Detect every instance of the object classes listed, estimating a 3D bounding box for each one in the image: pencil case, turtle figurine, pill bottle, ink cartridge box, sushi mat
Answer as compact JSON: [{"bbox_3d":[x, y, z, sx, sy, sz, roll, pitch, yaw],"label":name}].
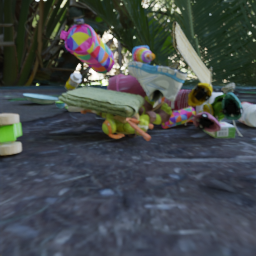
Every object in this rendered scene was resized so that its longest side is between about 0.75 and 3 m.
[{"bbox_3d":[1.659,-0.343,9.379,1.199,0.530,0.530,-15,14,-11],"label":"pencil case"},{"bbox_3d":[0.158,-0.186,7.930,2.281,0.911,2.828,-20,26,-36],"label":"turtle figurine"},{"bbox_3d":[-1.132,-2.367,8.612,0.997,0.997,2.256,3,-6,15],"label":"pencil case"},{"bbox_3d":[2.325,-0.806,10.418,2.232,1.223,1.223,5,12,28],"label":"pill bottle"},{"bbox_3d":[-2.207,-1.858,11.330,0.439,0.439,0.803,-11,-25,-44],"label":"pill bottle"},{"bbox_3d":[2.699,0.029,8.423,0.585,0.334,1.126,-1,11,-4],"label":"ink cartridge box"},{"bbox_3d":[4.317,-0.456,9.842,0.757,0.757,1.382,0,11,2],"label":"pill bottle"},{"bbox_3d":[2.146,-2.183,9.145,0.159,1.255,2.623,-19,-40,32],"label":"sushi mat"}]

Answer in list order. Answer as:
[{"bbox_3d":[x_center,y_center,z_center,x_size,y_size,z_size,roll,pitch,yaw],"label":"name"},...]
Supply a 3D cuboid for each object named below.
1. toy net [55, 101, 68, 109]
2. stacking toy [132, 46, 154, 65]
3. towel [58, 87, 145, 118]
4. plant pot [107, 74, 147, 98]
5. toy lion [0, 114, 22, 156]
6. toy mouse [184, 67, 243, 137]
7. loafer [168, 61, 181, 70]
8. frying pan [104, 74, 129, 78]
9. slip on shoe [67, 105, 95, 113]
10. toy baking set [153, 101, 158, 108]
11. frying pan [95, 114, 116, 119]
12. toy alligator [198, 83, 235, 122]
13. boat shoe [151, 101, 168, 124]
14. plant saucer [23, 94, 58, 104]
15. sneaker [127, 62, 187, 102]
[{"bbox_3d":[-3.168,-1.320,15.509,0.974,0.359,1.857,4,11,22],"label":"toy net"},{"bbox_3d":[0.579,-2.283,8.986,0.598,0.632,1.089,-14,19,-15],"label":"stacking toy"},{"bbox_3d":[-0.691,-0.773,7.950,2.188,0.399,1.623,10,19,10],"label":"towel"},{"bbox_3d":[0.254,-1.309,10.442,1.474,1.646,1.646,-14,4,25],"label":"plant pot"},{"bbox_3d":[-3.820,0.196,6.592,2.659,0.913,2.549,-9,7,-38],"label":"toy lion"},{"bbox_3d":[2.352,-0.429,7.368,1.749,1.968,0.381,38,47,4],"label":"toy mouse"},{"bbox_3d":[1.183,-1.800,9.000,1.122,0.383,0.424,-37,-2,30],"label":"loafer"},{"bbox_3d":[0.112,-2.290,12.565,2.036,0.331,1.232,9,-31,-36],"label":"frying pan"},{"bbox_3d":[-1.639,-1.193,13.526,2.756,0.835,1.048,4,11,19],"label":"slip on shoe"},{"bbox_3d":[0.778,-0.939,12.066,0.904,0.137,1.178,16,56,39],"label":"toy baking set"},{"bbox_3d":[-0.093,-0.618,11.866,2.670,0.435,1.615,-3,11,4],"label":"frying pan"},{"bbox_3d":[2.716,-0.569,8.374,0.814,0.590,2.457,-19,-14,-2],"label":"toy alligator"},{"bbox_3d":[0.795,-0.370,9.285,1.283,0.451,0.452,-34,6,-7],"label":"boat shoe"},{"bbox_3d":[-5.348,-1.728,17.114,2.062,0.397,2.062,9,8,-1],"label":"plant saucer"},{"bbox_3d":[0.653,-1.361,8.439,0.908,1.050,2.423,9,11,-34],"label":"sneaker"}]
